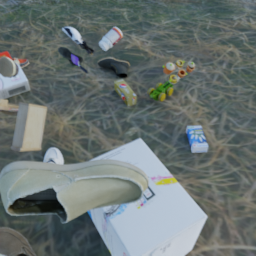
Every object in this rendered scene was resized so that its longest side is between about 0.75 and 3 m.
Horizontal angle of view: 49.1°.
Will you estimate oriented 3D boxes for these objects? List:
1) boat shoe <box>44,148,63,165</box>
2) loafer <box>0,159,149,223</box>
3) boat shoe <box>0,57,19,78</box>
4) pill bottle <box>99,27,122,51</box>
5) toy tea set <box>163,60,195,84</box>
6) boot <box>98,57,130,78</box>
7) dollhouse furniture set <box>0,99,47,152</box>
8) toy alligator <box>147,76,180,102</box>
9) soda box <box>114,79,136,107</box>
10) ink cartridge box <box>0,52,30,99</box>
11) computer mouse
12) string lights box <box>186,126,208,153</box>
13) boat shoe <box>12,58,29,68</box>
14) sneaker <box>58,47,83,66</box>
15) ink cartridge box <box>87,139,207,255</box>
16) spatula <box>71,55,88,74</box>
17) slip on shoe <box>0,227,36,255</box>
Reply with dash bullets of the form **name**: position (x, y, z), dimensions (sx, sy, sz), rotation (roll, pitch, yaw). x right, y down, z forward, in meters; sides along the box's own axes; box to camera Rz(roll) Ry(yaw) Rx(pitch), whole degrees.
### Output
- **boat shoe**: position (-2.484, 1.267, 9.167), dimensions (0.670, 0.595, 1.820), rotation (-9, 45, -9)
- **loafer**: position (-0.812, 1.036, 4.368), dimensions (2.333, 0.883, 0.797), rotation (0, 42, -7)
- **boat shoe**: position (-3.743, -1.872, 8.784), dimensions (0.558, 0.619, 1.722), rotation (0, 8, -43)
- **pill bottle**: position (-0.595, -2.987, 9.446), dimensions (0.784, 0.430, 0.430), rotation (-46, 58, -9)
- **toy tea set**: position (1.508, -1.754, 8.203), dimensions (1.026, 0.380, 0.610), rotation (-32, 78, -22)
- **boot**: position (-0.712, -2.842, 13.366), dimensions (1.548, 0.599, 1.070), rotation (0, 50, 2)
- **dollhouse furniture set**: position (-3.932, -0.230, 7.752), dimensions (2.837, 1.256, 1.471), rotation (10, 1, 20)
- **toy alligator**: position (1.596, -1.634, 12.183), dimensions (0.720, 0.522, 2.172), rotation (31, 48, 29)
- **soda box**: position (-0.134, -1.527, 12.084), dimensions (0.432, 0.457, 1.349), rotation (-19, 48, -18)
- **ink cartridge box**: position (-6.127, -2.437, 12.495), dimensions (2.431, 0.853, 2.991), rotation (-25, 64, -22)
- **computer mouse**: position (-1.856, -3.305, 10.306), dimensions (0.341, 0.853, 1.555), rotation (-48, 68, 8)
- **string lights box**: position (2.504, 0.408, 10.233), dimensions (0.543, 0.312, 1.057), rotation (-3, 45, -3)
- **boat shoe**: position (-5.633, -3.208, 13.799), dimensions (1.406, 0.440, 0.500), rotation (-16, 46, -17)
- **sneaker**: position (-2.187, -2.622, 10.435), dimensions (0.985, 0.564, 0.376), rotation (25, 73, -19)
- **ink cartridge box**: position (0.221, 2.137, 7.261), dimensions (1.997, 2.032, 2.761), rotation (-23, 50, -22)
- **spatula**: position (-1.485, -1.918, 8.580), dimensions (0.107, 0.295, 1.043), rotation (-22, 48, -23)
- **slip on shoe**: position (-2.821, 3.304, 7.020), dimensions (0.907, 0.723, 2.385), rotation (-33, 53, -28)
